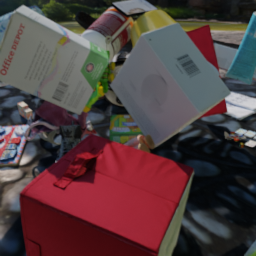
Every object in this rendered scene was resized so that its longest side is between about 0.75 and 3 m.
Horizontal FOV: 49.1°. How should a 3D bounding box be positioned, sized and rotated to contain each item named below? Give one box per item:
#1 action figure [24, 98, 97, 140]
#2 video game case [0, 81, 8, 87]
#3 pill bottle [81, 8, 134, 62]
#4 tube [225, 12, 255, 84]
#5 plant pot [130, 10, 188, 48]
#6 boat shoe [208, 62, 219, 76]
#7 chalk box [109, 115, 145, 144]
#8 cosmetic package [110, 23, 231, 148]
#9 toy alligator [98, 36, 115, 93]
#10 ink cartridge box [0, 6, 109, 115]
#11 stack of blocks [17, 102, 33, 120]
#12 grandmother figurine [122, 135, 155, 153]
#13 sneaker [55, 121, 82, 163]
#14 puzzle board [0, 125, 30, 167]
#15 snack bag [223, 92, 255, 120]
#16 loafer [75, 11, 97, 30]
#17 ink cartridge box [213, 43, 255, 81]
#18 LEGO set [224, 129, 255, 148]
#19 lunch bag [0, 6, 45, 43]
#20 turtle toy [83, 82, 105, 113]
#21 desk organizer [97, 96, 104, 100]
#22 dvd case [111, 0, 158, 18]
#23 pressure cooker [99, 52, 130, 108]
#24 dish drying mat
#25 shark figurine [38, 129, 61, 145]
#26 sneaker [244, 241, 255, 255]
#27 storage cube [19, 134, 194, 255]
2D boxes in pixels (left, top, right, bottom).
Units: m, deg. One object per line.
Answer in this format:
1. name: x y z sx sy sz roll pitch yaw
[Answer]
1. action figure: -2.247 -0.204 10.306 2.509 1.681 1.868 26 33 -21
2. video game case: -4.836 -2.343 9.004 0.292 2.270 2.497 -22 9 28
3. pill bottle: -1.008 -3.681 11.718 1.553 1.553 2.749 17 55 29
4. tube: 3.963 -2.523 9.127 0.892 2.304 0.581 26 44 20
5. plant pot: 1.385 -3.251 11.462 2.789 2.789 2.623 -13 64 -23
6. boat shoe: 2.010 -1.856 8.376 1.734 0.588 0.622 23 40 -37
7. chalk box: -0.030 0.454 9.530 1.189 1.183 1.911 -2 27 -2
8. cosmetic package: 0.917 -0.972 7.010 1.311 2.133 2.126 -29 81 -34
9. toy alligator: -0.775 -2.132 9.198 0.577 1.946 0.528 4 1 15
10. ink cartridge box: -2.205 -1.890 8.086 2.702 1.963 1.182 23 24 -22
11. stack of blocks: -4.643 -0.763 12.616 0.270 0.530 0.921 -22 35 -36
12. grandmother figurine: -0.121 0.566 6.895 1.632 0.494 0.990 -19 13 40
13. sneaker: -1.969 0.607 9.154 0.831 1.252 2.201 0 27 -1
14. puzzle board: -4.902 0.591 10.308 2.121 0.245 2.814 -4 27 -8
15. snack bag: 5.149 -1.182 13.719 2.533 0.271 2.388 -19 33 -33
16. loafer: -1.518 -4.741 13.265 2.158 0.733 0.758 29 0 -19
17. ink cartridge box: 4.490 -2.630 11.463 2.083 0.873 1.829 24 16 22
18. LEGO set: 4.445 0.323 10.734 1.473 0.361 1.100 -22 31 -36
19. lunch bag: -3.566 -2.994 10.145 1.203 2.345 2.918 -18 27 14
20. turtle toy: -1.536 -1.350 9.896 0.775 1.118 1.534 33 15 -45
21. desk organizer: -2.194 -2.349 15.243 0.877 0.942 2.446 -20 34 -34
22. dvd case: 0.289 -4.968 11.574 1.629 0.143 1.162 -23 53 -28
23. pressure cooker: -0.186 -2.263 13.635 2.341 2.378 2.662 -28 24 13
24. dish drying mat: 2.404 -1.802 9.180 1.117 2.908 0.265 -13 -5 23
25. shark figurine: -3.237 -0.157 10.986 1.456 1.017 2.437 -4 26 -5
26. sneaker: 2.612 2.994 4.975 2.911 1.102 1.529 -28 50 -32
27. storage cube: -0.308 1.841 5.395 2.364 2.630 2.248 17 31 19
